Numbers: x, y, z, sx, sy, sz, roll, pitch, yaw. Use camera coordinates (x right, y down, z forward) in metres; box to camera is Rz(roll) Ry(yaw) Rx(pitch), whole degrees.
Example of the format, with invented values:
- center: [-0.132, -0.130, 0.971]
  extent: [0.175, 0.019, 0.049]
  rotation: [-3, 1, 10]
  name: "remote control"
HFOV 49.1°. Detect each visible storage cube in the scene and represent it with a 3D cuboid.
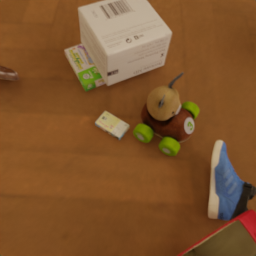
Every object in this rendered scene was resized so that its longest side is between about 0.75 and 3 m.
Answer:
- center: [2.208, 2.948, 5.601]
  extent: [2.119, 1.905, 1.811]
  rotation: [-42, 63, 18]
  name: "storage cube"

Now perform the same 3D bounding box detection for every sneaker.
- center: [2.758, 1.369, 7.352]
  extent: [1.166, 0.805, 2.096]
  rotation: [4, 66, 17]
  name: "sneaker"

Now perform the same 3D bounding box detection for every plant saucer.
- center: [-4.148, -1.827, 8.980]
  extent: [1.284, 1.284, 0.206]
  rotation: [22, 104, 11]
  name: "plant saucer"

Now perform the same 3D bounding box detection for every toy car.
- center: [1.161, -0.550, 7.793]
  extent: [1.661, 2.105, 1.729]
  rotation: [27, 65, 14]
  name: "toy car"

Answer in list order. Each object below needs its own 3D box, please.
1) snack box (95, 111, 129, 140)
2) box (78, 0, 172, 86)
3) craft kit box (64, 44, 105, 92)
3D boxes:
- center: [-0.492, -0.081, 8.640]
  extent: [0.932, 0.173, 0.542]
  rotation: [31, 64, 16]
  name: "snack box"
- center: [-0.165, -2.904, 9.021]
  extent: [2.207, 1.450, 2.218]
  rotation: [-24, 66, -15]
  name: "box"
- center: [-1.060, -2.319, 9.763]
  extent: [1.768, 0.434, 1.790]
  rotation: [-26, 64, -11]
  name: "craft kit box"
